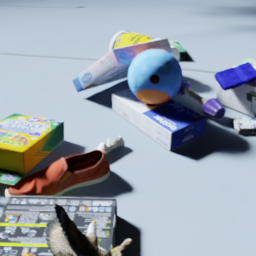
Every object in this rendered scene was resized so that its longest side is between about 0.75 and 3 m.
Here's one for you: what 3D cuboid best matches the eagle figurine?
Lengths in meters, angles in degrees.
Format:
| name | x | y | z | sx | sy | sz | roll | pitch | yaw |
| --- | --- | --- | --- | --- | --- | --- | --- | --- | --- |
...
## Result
| name | x | y | z | sx | sy | sz | roll | pitch | yaw |
| --- | --- | --- | --- | --- | --- | --- | --- | --- | --- |
| eagle figurine | -0.719 | 1.754 | 4.253 | 1.247 | 0.946 | 0.941 | 23 | 3 | -9 |

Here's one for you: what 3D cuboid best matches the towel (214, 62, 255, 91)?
| name | x | y | z | sx | sy | sz | roll | pitch | yaw |
| --- | --- | --- | --- | --- | --- | --- | --- | --- | --- |
| towel | 3.530 | -1.710 | 9.141 | 1.221 | 0.303 | 0.902 | -20 | 44 | 5 |

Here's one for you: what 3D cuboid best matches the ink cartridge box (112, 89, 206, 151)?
| name | x | y | z | sx | sy | sz | roll | pitch | yaw |
| --- | --- | --- | --- | --- | --- | --- | --- | --- | --- |
| ink cartridge box | 0.856 | -0.467 | 8.973 | 1.409 | 0.663 | 2.997 | -21 | 38 | -28 |

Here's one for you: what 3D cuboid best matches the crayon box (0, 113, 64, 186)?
| name | x | y | z | sx | sy | sz | roll | pitch | yaw |
| --- | --- | --- | --- | --- | --- | --- | --- | --- | --- |
| crayon box | -2.888 | 0.389 | 7.129 | 1.606 | 0.659 | 2.555 | 9 | 23 | 9 |

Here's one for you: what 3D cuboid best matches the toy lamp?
| name | x | y | z | sx | sy | sz | roll | pitch | yaw |
| --- | --- | --- | --- | --- | --- | --- | --- | --- | --- |
| toy lamp | 2.517 | -1.016 | 9.851 | 0.683 | 0.683 | 2.347 | -13 | 35 | -19 |

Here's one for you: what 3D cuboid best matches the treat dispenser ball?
| name | x | y | z | sx | sy | sz | roll | pitch | yaw |
| --- | --- | --- | --- | --- | --- | --- | --- | --- | --- |
| treat dispenser ball | 0.815 | -1.552 | 8.565 | 1.658 | 1.658 | 1.658 | 0 | 32 | 0 |

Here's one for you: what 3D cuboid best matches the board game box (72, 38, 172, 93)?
| name | x | y | z | sx | sy | sz | roll | pitch | yaw |
| --- | --- | --- | --- | --- | --- | --- | --- | --- | --- |
| board game box | -0.245 | -2.301 | 10.429 | 2.791 | 0.605 | 2.778 | -25 | 3 | -39 |

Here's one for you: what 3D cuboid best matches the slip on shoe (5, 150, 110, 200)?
| name | x | y | z | sx | sy | sz | roll | pitch | yaw |
| --- | --- | --- | --- | --- | --- | --- | --- | --- | --- |
| slip on shoe | -1.567 | 1.065 | 6.462 | 2.431 | 0.744 | 0.900 | -14 | 37 | -21 |

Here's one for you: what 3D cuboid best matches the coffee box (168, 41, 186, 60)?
| name | x | y | z | sx | sy | sz | roll | pitch | yaw |
| --- | --- | --- | --- | --- | --- | --- | --- | --- | --- |
| coffee box | 2.261 | -4.216 | 15.136 | 1.293 | 0.462 | 2.103 | -1 | 32 | -2 |

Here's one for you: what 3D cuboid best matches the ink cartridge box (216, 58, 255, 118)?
| name | x | y | z | sx | sy | sz | roll | pitch | yaw |
| --- | --- | --- | --- | --- | --- | --- | --- | --- | --- |
| ink cartridge box | 4.830 | -1.236 | 9.575 | 2.065 | 1.192 | 2.827 | -30 | 42 | -30 |

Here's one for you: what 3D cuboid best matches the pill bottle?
| name | x | y | z | sx | sy | sz | roll | pitch | yaw |
| --- | --- | --- | --- | --- | --- | --- | --- | --- | --- |
| pill bottle | 0.700 | -3.235 | 12.420 | 2.955 | 1.661 | 1.661 | 26 | 40 | 35 |

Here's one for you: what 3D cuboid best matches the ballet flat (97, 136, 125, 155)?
| name | x | y | z | sx | sy | sz | roll | pitch | yaw |
| --- | --- | --- | --- | --- | --- | --- | --- | --- | --- |
| ballet flat | -0.559 | 0.507 | 7.674 | 1.086 | 0.377 | 0.377 | -25 | 40 | -35 |

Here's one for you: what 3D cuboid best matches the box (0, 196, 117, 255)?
| name | x | y | z | sx | sy | sz | roll | pitch | yaw |
| --- | --- | --- | --- | --- | --- | --- | --- | --- | --- |
| box | -1.362 | 2.070 | 5.088 | 2.236 | 0.495 | 1.792 | 1 | 33 | 1 |

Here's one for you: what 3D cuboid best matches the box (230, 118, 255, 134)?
| name | x | y | z | sx | sy | sz | roll | pitch | yaw |
| --- | --- | --- | --- | --- | --- | --- | --- | --- | --- |
| box | 3.835 | -0.071 | 8.774 | 1.013 | 0.202 | 0.693 | -1 | 31 | -1 |
